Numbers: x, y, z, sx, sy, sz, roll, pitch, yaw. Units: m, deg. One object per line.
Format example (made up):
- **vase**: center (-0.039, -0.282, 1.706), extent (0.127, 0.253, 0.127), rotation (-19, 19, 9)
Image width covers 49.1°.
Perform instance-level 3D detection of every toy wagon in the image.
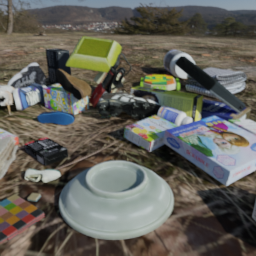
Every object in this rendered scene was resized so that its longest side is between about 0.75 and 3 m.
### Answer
- **toy wagon**: center (1.613, -2.199, 14.271), extent (2.000, 0.510, 2.578), rotation (2, 23, 5)

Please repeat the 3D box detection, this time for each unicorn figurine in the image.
- **unicorn figurine**: center (-5.145, -1.373, 11.350), extent (1.296, 0.697, 1.887), rotation (6, 35, -4)

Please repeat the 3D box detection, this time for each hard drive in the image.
- **hard drive**: center (2.849, -1.454, 9.554), extent (2.511, 0.413, 1.753), rotation (20, 25, -47)

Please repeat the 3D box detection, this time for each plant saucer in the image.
- **plant saucer**: center (-1.470, -3.355, 12.311), extent (2.083, 0.499, 2.080), rotation (10, 48, 4)
- **plant saucer**: center (-0.246, 1.260, 5.917), extent (2.425, 0.609, 2.425), rotation (0, 23, 0)

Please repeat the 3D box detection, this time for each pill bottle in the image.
- **pill bottle**: center (1.585, -0.307, 9.534), extent (1.106, 0.620, 0.620), rotation (26, 33, 31)
- **pill bottle**: center (3.101, -3.853, 16.989), extent (1.455, 1.455, 2.557), rotation (-2, 22, -5)

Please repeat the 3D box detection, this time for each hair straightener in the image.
- **hair straightener**: center (-0.635, -1.863, 11.097), extent (1.069, 2.778, 0.568), rotation (-15, 62, -36)

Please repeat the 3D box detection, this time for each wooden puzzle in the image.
- **wooden puzzle**: center (-2.334, 1.744, 5.379), extent (0.993, 0.118, 1.675), rotation (16, 28, 33)

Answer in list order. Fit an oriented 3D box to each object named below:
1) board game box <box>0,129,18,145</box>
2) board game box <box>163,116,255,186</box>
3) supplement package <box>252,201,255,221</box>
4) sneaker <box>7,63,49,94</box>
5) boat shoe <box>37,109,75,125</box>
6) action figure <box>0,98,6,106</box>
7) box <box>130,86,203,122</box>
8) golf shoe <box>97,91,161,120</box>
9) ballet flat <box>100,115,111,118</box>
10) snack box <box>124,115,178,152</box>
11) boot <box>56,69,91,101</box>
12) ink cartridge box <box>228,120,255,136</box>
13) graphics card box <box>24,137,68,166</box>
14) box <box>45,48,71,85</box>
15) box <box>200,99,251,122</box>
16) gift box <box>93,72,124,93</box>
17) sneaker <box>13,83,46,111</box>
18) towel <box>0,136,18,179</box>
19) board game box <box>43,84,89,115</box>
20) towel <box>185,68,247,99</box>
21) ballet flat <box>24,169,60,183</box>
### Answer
- **board game box**: center (-4.090, 0.364, 8.504), extent (1.224, 0.247, 0.937), rotation (18, 29, 36)
- **board game box**: center (2.456, 0.463, 7.526), extent (2.149, 0.442, 2.144), rotation (-16, 35, -34)
- **supplement package**: center (3.044, 1.628, 4.866), extent (1.016, 0.723, 1.305), rotation (-5, 24, -11)
- **sneaker**: center (-4.852, -2.183, 13.710), extent (1.207, 0.800, 2.120), rotation (40, 67, 1)
- **boat shoe**: center (-2.540, -0.451, 10.010), extent (1.414, 0.595, 0.485), rotation (8, 28, 12)
- **action figure**: center (-5.837, -1.139, 11.111), extent (2.044, 1.043, 1.215), rotation (-20, 26, -34)
- **box**: center (1.379, -0.905, 10.587), extent (2.695, 1.014, 0.675), rotation (12, 22, 28)
- **golf shoe**: center (0.079, -0.951, 10.300), extent (2.384, 0.927, 1.127), rotation (5, 46, -2)
- **ballet flat**: center (-0.540, -0.855, 11.053), extent (0.519, 0.521, 1.554), rotation (19, 29, 35)
- **snack box**: center (0.761, 0.131, 8.720), extent (1.076, 0.401, 1.513), rotation (30, 35, 35)
- **boot**: center (-2.069, -1.682, 10.570), extent (1.652, 0.608, 0.623), rotation (42, 49, 18)
- **ink cartridge box**: center (3.751, 0.177, 8.467), extent (0.833, 0.479, 1.423), rotation (-1, 19, -16)
- **graphics card box**: center (-2.283, 0.631, 7.791), extent (0.729, 0.295, 1.161), rotation (-20, 28, -41)
- **box**: center (-3.677, -3.192, 14.873), extent (0.737, 1.868, 1.318), rotation (-18, 29, -36)
- **box**: center (3.240, -0.652, 10.776), extent (2.398, 0.389, 1.453), rotation (17, 28, 37)
- **gift box**: center (-0.831, -2.311, 13.009), extent (1.098, 1.111, 1.190), rotation (35, 2, 5)
- **sneaker**: center (-3.898, -1.358, 11.806), extent (1.533, 0.843, 2.093), rotation (-10, 19, -11)
- **towel**: center (-3.379, 0.989, 6.018), extent (1.679, 0.437, 2.533), rotation (-24, 20, 1)
- **board game box**: center (-2.536, -1.192, 11.395), extent (1.662, 0.871, 0.856), rotation (13, 27, 31)
- **towel**: center (4.340, -2.357, 13.944), extent (2.467, 1.056, 2.043), rotation (-16, 27, -34)
- **ballet flat**: center (-2.043, 1.160, 6.628), extent (0.899, 0.312, 0.312), rotation (1, 22, 14)
